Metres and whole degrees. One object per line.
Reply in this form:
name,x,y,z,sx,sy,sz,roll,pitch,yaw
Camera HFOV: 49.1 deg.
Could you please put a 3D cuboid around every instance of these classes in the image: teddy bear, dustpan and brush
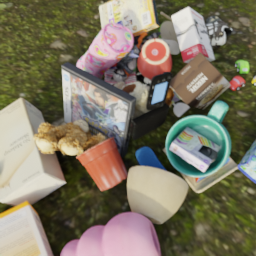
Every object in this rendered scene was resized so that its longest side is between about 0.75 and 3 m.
teddy bear,-1.677,0.236,8.208,1.934,2.667,0.890,6,95,23
dustpan and brush,1.828,-0.785,10.411,0.567,0.232,0.812,-41,63,-4

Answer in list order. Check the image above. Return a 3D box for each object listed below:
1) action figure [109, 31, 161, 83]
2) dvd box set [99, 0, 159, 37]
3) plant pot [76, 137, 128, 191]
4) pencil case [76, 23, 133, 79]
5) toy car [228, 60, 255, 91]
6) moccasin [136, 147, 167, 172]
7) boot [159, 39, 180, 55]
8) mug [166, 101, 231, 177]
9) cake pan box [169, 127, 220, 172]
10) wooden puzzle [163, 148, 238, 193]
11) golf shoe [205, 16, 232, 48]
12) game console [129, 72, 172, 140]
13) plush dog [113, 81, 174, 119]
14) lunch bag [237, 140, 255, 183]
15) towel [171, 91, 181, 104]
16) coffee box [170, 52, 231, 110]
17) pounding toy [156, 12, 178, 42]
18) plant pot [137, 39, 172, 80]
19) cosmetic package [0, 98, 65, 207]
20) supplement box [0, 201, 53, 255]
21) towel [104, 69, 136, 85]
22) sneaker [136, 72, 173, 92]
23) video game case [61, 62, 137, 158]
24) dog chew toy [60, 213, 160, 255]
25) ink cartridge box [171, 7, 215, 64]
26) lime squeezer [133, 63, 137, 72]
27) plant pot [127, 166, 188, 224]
action figure,0.237,-2.842,10.559,2.622,1.418,2.710,-60,30,2
dvd box set,-0.025,-4.048,10.131,2.198,0.323,1.608,-13,82,31
plant pot,-0.682,1.107,8.281,1.272,1.272,1.237,-28,87,-19
pencil case,-0.914,-2.570,9.838,1.199,2.743,1.199,6,76,-26
toy car,4.772,-2.237,11.367,1.728,0.385,1.626,-3,54,-3
moccasin,0.897,1.513,8.275,0.894,0.758,2.223,-20,47,4
boot,1.498,-3.474,11.986,1.598,0.581,0.722,2,5,-45
mug,2.216,0.411,8.039,2.057,1.272,1.690,-30,78,22
cake pan box,1.936,0.602,8.020,1.211,0.317,1.115,35,42,18
wooden puzzle,2.332,0.920,9.015,1.733,0.433,1.871,-27,58,-18
golf shoe,3.560,-3.971,12.252,1.274,1.048,2.696,37,64,22
game console,0.705,-0.621,7.999,1.328,2.252,0.271,-28,58,-27
plush dog,0.564,-0.785,9.588,1.997,1.866,2.325,-17,14,-16
lunch bag,4.606,1.135,8.477,1.858,1.184,1.580,42,60,11
towel,1.630,-1.148,10.678,0.840,0.096,0.603,-23,45,-15
coffee box,2.438,-1.439,9.303,1.350,2.388,0.953,-44,71,20
pounding toy,1.668,-4.342,12.705,1.100,0.661,1.425,3,87,-35
plant pot,0.934,-2.431,9.773,1.280,1.132,1.280,-1,82,3
cosmetic package,-3.187,0.702,8.501,1.536,1.084,2.967,-33,56,4
supplement box,-2.707,3.394,6.854,1.643,0.959,2.607,-24,56,-16
towel,-0.336,-2.371,11.548,1.284,0.263,1.755,-2,54,-2
sneaker,0.971,-1.597,10.662,0.798,0.689,1.821,-24,48,-20
video game case,-1.028,-0.515,8.866,2.609,2.357,0.333,30,47,20
dog chew toy,-0.523,3.039,6.824,2.496,1.554,1.554,-19,54,7
ink cartridge box,2.528,-3.475,10.857,1.402,0.792,1.910,-6,80,-54
lime squeezer,-0.008,-2.439,11.320,1.415,0.500,0.267,-2,66,33
plant pot,0.665,1.915,7.590,1.694,1.694,1.137,15,63,11
